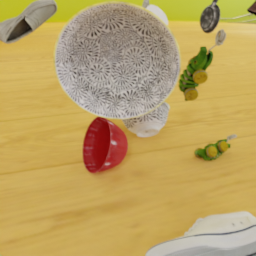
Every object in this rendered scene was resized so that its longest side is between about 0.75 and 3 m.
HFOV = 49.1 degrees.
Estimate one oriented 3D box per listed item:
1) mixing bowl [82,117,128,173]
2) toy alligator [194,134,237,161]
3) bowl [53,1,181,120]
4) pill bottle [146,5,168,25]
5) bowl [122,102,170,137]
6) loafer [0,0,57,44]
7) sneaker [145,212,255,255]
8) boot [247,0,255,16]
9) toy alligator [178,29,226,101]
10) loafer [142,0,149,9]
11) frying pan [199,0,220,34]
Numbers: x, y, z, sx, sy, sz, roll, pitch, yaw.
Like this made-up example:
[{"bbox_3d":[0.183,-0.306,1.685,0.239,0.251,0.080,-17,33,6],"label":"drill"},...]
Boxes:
[{"bbox_3d":[-0.535,0.505,7.565,0.820,1.513,1.513,12,17,-33],"label":"mixing bowl"},{"bbox_3d":[2.627,0.620,8.142,1.845,0.443,0.611,-17,-1,-30],"label":"toy alligator"},{"bbox_3d":[-0.231,-1.723,6.802,2.865,2.865,1.345,1,38,1],"label":"bowl"},{"bbox_3d":[0.282,-3.003,9.307,1.192,1.192,2.182,-26,-4,-41],"label":"pill bottle"},{"bbox_3d":[0.582,-0.183,9.052,1.684,1.684,0.790,-5,69,-10],"label":"bowl"},{"bbox_3d":[-3.671,-3.925,10.442,2.506,0.876,0.875,-37,63,-8],"label":"loafer"},{"bbox_3d":[1.380,2.068,4.888,2.588,0.945,0.916,0,15,-21],"label":"sneaker"},{"bbox_3d":[2.686,-2.640,5.631,0.731,0.318,0.879,-38,39,12],"label":"boot"},{"bbox_3d":[1.906,-1.700,7.921,0.594,2.473,0.820,5,46,-13],"label":"toy alligator"},{"bbox_3d":[0.663,-3.873,9.413,0.409,0.410,1.172,15,-14,7],"label":"loafer"},{"bbox_3d":[2.889,-3.937,9.391,0.263,1.615,0.977,-1,57,-24],"label":"frying pan"}]
